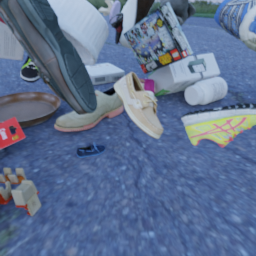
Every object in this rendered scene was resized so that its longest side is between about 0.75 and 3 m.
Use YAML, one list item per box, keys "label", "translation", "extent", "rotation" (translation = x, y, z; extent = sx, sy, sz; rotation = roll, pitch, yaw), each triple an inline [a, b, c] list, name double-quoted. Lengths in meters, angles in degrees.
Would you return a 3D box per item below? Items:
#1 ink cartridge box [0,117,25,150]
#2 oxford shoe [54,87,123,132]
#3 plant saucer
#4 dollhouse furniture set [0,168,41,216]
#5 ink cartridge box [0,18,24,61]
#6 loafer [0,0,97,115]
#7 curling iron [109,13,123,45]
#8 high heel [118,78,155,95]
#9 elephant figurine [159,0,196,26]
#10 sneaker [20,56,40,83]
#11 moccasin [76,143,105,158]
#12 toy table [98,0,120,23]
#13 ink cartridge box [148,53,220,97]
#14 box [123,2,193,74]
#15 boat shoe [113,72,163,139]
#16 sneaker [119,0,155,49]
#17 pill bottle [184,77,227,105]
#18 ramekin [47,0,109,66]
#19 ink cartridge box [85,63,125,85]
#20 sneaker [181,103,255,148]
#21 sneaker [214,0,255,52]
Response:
- label: "ink cartridge box"
  translation: [-3.969, 0.244, 7.613]
  extent: [1.968, 0.493, 1.584]
  rotation: [-30, 36, -17]
- label: "oxford shoe"
  translation: [-1.273, -0.699, 9.262]
  extent: [0.996, 1.038, 2.813]
  rotation: [20, 33, 33]
- label: "plant saucer"
  translation: [-3.717, -0.629, 9.810]
  extent: [2.690, 0.431, 2.690]
  rotation: [1, 27, 0]
- label: "dollhouse furniture set"
  translation: [-2.496, 1.449, 5.817]
  extent: [1.226, 0.638, 1.239]
  rotation: [-2, 25, 21]
- label: "ink cartridge box"
  translation: [-3.858, -2.775, 6.644]
  extent: [2.687, 1.952, 1.120]
  rotation: [1, 59, -25]
- label: "loafer"
  translation: [-1.657, -1.517, 5.939]
  extent: [0.918, 2.917, 1.048]
  rotation: [-18, 22, 21]
- label: "curling iron"
  translation: [-0.395, -3.408, 9.782]
  extent: [0.531, 0.274, 2.141]
  rotation: [-34, -1, -4]
- label: "high heel"
  translation: [0.349, -1.750, 11.485]
  extent: [1.092, 0.767, 2.277]
  rotation: [2, 22, -15]
- label: "elephant figurine"
  translation: [1.715, -3.823, 9.258]
  extent: [0.991, 1.401, 1.087]
  rotation: [-22, 43, 20]
- label: "sneaker"
  translation: [-2.504, -1.948, 7.512]
  extent: [0.567, 0.655, 1.582]
  rotation: [11, 59, 0]
- label: "moccasin"
  translation: [-0.996, 0.593, 7.611]
  extent: [0.806, 0.275, 0.324]
  rotation: [-15, 31, -27]
- label: "toy table"
  translation: [-0.781, -5.164, 12.223]
  extent: [0.611, 1.043, 0.959]
  rotation: [35, 48, 8]
- label: "ink cartridge box"
  translation: [2.223, -2.127, 11.309]
  extent: [2.292, 0.964, 1.673]
  rotation: [-14, -7, -26]
- label: "box"
  translation: [0.875, -2.765, 9.104]
  extent: [0.476, 1.634, 2.387]
  rotation: [-35, 13, -22]
- label: "boat shoe"
  translation: [0.189, -0.371, 3.997]
  extent: [0.439, 0.412, 1.191]
  rotation: [19, 32, -50]
- label: "sneaker"
  translation: [0.160, -4.557, 10.579]
  extent: [1.066, 2.929, 1.240]
  rotation: [2, 23, -47]
- label: "pill bottle"
  translation: [2.959, -1.377, 10.715]
  extent: [1.585, 0.907, 0.907]
  rotation: [-19, 33, -33]
- label: "ramekin"
  translation: [-1.940, -3.431, 9.575]
  extent: [2.636, 2.636, 1.285]
  rotation: [24, 80, 38]
- label: "ink cartridge box"
  translation: [-1.349, -2.680, 13.749]
  extent: [1.688, 0.522, 2.082]
  rotation: [-13, 26, -24]
- label: "sneaker"
  translation: [1.318, -0.016, 3.672]
  extent: [1.175, 0.531, 0.459]
  rotation: [-7, 7, 28]
- label: "sneaker"
  translation: [1.451, -1.268, 3.099]
  extent: [0.654, 0.592, 1.536]
  rotation: [35, 35, 25]
